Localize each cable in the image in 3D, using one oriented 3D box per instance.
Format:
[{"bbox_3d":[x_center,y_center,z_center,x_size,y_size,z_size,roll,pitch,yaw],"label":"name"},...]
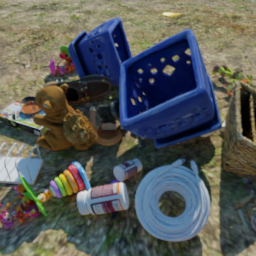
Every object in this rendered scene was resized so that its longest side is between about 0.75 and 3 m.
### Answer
[{"bbox_3d":[1.133,1.932,7.280,1.913,0.662,1.913,-18,68,-3],"label":"cable"}]

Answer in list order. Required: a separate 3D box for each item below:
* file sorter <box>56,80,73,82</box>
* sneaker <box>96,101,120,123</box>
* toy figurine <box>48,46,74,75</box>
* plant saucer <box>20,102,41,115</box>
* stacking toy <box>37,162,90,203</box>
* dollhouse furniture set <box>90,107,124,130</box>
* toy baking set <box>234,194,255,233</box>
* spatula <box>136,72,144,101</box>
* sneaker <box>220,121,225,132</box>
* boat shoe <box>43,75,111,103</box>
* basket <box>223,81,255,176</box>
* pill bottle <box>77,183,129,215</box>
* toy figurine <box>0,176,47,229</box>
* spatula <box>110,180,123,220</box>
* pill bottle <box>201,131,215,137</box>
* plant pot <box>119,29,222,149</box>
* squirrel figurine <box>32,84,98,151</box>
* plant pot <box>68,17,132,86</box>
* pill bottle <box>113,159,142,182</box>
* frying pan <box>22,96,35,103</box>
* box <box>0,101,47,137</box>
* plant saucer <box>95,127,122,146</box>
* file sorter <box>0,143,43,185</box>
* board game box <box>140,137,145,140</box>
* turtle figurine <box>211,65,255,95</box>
[{"bbox_3d":[-2.706,-1.764,12.434,0.957,0.596,0.664,-2,38,-2],"label":"file sorter"},{"bbox_3d":[-0.653,-0.525,9.994,1.117,0.746,1.950,-12,4,8],"label":"sneaker"},{"bbox_3d":[-3.279,-3.167,14.111,1.510,1.133,1.389,36,61,4],"label":"toy figurine"},{"bbox_3d":[-3.784,-0.764,10.973,0.812,0.131,0.812,0,39,0],"label":"plant saucer"},{"bbox_3d":[-1.909,1.681,7.980,1.492,0.819,0.866,-27,27,-21],"label":"stacking toy"},{"bbox_3d":[-0.652,-0.375,10.503,1.528,0.676,0.792,-1,21,-2],"label":"dollhouse furniture set"},{"bbox_3d":[3.451,2.337,7.728,1.250,0.145,0.959,-19,43,-22],"label":"toy baking set"},{"bbox_3d":[0.565,-1.384,11.596,0.600,0.218,2.123,4,63,-17],"label":"spatula"},{"bbox_3d":[4.058,-0.026,10.455,1.062,0.391,0.614,19,44,22],"label":"sneaker"},{"bbox_3d":[-2.099,-1.484,11.708,2.931,1.032,1.031,-12,32,-8],"label":"boat shoe"},{"bbox_3d":[4.100,0.029,8.861,1.810,1.889,2.536,8,51,11],"label":"basket"},{"bbox_3d":[-0.677,1.948,7.603,1.284,0.733,0.733,-12,38,8],"label":"pill bottle"},{"bbox_3d":[-3.067,2.195,7.556,1.232,1.005,1.338,-35,74,-18],"label":"toy figurine"},{"bbox_3d":[-0.367,2.049,8.074,0.377,0.137,1.335,1,37,1],"label":"spatula"},{"bbox_3d":[2.594,-0.569,10.583,1.067,1.067,1.843,-9,40,-11],"label":"pill bottle"},{"bbox_3d":[1.475,-1.011,9.233,2.751,2.473,2.750,-22,49,26],"label":"plant pot"},{"bbox_3d":[-2.063,-0.330,9.320,2.352,2.195,1.664,24,49,21],"label":"squirrel figurine"},{"bbox_3d":[-1.225,-3.324,12.795,2.217,2.466,2.465,-10,33,16],"label":"plant pot"},{"bbox_3d":[0.005,1.289,8.696,0.848,0.484,0.484,-19,41,-40],"label":"pill bottle"},{"bbox_3d":[-4.186,-1.283,12.188,0.607,0.163,1.003,14,39,15],"label":"frying pan"},{"bbox_3d":[-3.887,-0.392,10.916,2.115,0.367,1.164,16,42,19],"label":"box"},{"bbox_3d":[-0.745,0.237,10.284,1.027,0.192,1.027,-1,39,1],"label":"plant saucer"},{"bbox_3d":[-3.581,1.050,8.723,1.453,0.904,1.008,2,39,4],"label":"file sorter"},{"bbox_3d":[0.547,0.068,10.446,0.802,0.247,0.802,18,42,21],"label":"board game box"},{"bbox_3d":[4.842,-2.316,12.887,2.423,0.780,1.954,-23,45,-27],"label":"turtle figurine"}]
